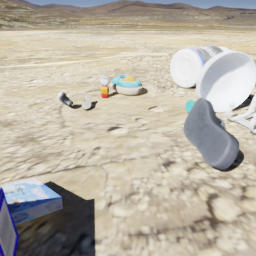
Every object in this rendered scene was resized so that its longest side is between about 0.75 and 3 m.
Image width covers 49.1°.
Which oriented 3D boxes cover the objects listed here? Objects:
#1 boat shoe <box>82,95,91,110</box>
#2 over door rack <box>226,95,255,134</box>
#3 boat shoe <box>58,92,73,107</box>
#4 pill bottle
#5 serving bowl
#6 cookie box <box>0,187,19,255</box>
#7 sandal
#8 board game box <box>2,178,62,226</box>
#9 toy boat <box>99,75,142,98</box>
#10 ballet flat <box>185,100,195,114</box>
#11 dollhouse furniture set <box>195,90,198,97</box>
[{"bbox_3d":[-1.321,-0.758,8.926,0.276,0.235,0.824,17,34,-11],"label":"boat shoe"},{"bbox_3d":[4.331,-0.373,7.127,2.863,0.954,2.115,-7,25,-16],"label":"over door rack"},{"bbox_3d":[-1.869,-0.853,8.487,0.354,0.285,0.763,30,-7,5],"label":"boat shoe"},{"bbox_3d":[3.166,-2.611,11.647,2.665,1.516,1.516,-19,29,-37],"label":"pill bottle"},{"bbox_3d":[2.806,-1.408,8.310,1.840,1.840,0.605,-6,30,-15],"label":"serving bowl"},{"bbox_3d":[-2.345,1.602,2.226,2.417,0.908,2.067,-7,29,-9],"label":"cookie box"},{"bbox_3d":[1.797,0.126,6.163,0.528,0.938,2.466,23,26,-15],"label":"sandal"},{"bbox_3d":[-1.650,1.088,4.141,0.987,0.215,0.992,-10,16,-41],"label":"board game box"},{"bbox_3d":[-0.299,-1.591,10.189,1.661,0.772,1.396,-17,29,-35],"label":"toy boat"},{"bbox_3d":[1.937,-0.422,7.933,0.374,0.399,1.103,-41,25,10],"label":"ballet flat"},{"bbox_3d":[2.960,-1.184,10.046,0.748,0.428,0.877,-4,-14,45],"label":"dollhouse furniture set"}]
